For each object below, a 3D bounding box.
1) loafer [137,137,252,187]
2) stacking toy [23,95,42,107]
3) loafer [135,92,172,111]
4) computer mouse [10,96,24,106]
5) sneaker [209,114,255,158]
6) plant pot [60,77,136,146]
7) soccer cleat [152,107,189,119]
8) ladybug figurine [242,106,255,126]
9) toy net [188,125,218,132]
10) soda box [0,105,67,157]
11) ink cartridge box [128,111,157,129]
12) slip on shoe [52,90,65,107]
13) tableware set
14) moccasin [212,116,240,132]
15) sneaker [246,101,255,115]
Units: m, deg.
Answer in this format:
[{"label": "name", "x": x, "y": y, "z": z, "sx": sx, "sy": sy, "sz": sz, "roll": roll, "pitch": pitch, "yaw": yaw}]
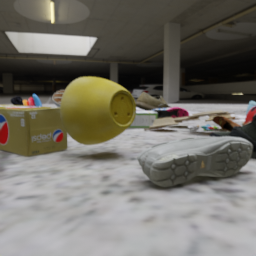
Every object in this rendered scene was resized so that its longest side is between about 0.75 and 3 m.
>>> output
[{"label": "loafer", "x": 0.868, "y": 0.329, "z": 3.462, "sx": 1.578, "sy": 0.552, "sz": 0.551, "roll": -3, "pitch": 21, "yaw": -27}, {"label": "stacking toy", "x": -4.170, "y": -0.497, "z": 10.567, "sx": 1.879, "sy": 1.091, "sz": 1.031, "roll": -16, "pitch": 0, "yaw": -14}, {"label": "loafer", "x": 1.598, "y": -1.123, "z": 14.033, "sx": 2.552, "sy": 0.860, "sz": 0.970, "roll": 15, "pitch": -2, "yaw": -27}, {"label": "computer mouse", "x": -3.665, "y": -0.330, "z": 8.589, "sx": 0.452, "sy": 1.131, "sz": 2.063, "roll": -28, "pitch": 8, "yaw": 13}, {"label": "sneaker", "x": 2.153, "y": 0.000, "z": 4.683, "sx": 0.677, "sy": 1.014, "sz": 1.770, "roll": -2, "pitch": 4, "yaw": -35}, {"label": "plant pot", "x": -0.381, "y": -0.301, "z": 4.679, "sx": 0.858, "sy": 1.209, "sz": 1.209, "roll": -2, "pitch": 3, "yaw": 44}, {"label": "soccer cleat", "x": 1.742, "y": -0.598, "z": 12.168, "sx": 1.744, "sy": 0.609, "sz": 0.753, "roll": 0, "pitch": 1, "yaw": -7}, {"label": "ladybug figurine", "x": 4.255, "y": -0.397, "z": 7.893, "sx": 2.048, "sy": 0.737, "sz": 1.390, "roll": -14, "pitch": -4, "yaw": 25}, {"label": "toy net", "x": 2.182, "y": 0.040, "z": 8.276, "sx": 0.921, "sy": 0.178, "sz": 0.483, "roll": -5, "pitch": 17, "yaw": -26}, {"label": "soda box", "x": -2.368, "y": -0.038, "z": 5.756, "sx": 2.557, "sy": 0.819, "sz": 0.866, "roll": 5, "pitch": 9, "yaw": 41}, {"label": "ink cartridge box", "x": -0.004, "y": -0.282, "z": 9.440, "sx": 1.835, "sy": 0.544, "sz": 0.953, "roll": -1, "pitch": 6, "yaw": -7}, {"label": "slip on shoe", "x": -1.767, "y": -0.884, "z": 11.800, "sx": 2.861, "sy": 0.867, "sz": 1.088, "roll": 7, "pitch": 50, "yaw": 4}, {"label": "tableware set", "x": 1.994, "y": -0.231, "z": 8.640, "sx": 2.766, "sy": 0.321, "sz": 2.311, "roll": -7, "pitch": -2, "yaw": 40}, {"label": "moccasin", "x": 2.695, "y": -0.079, "z": 7.787, "sx": 0.335, "sy": 0.318, "sz": 0.868, "roll": -18, "pitch": 40, "yaw": -31}, {"label": "sneaker", "x": 5.238, "y": -0.531, "z": 9.418, "sx": 2.550, "sy": 1.045, "sz": 0.942, "roll": -1, "pitch": 7, "yaw": -9}]
